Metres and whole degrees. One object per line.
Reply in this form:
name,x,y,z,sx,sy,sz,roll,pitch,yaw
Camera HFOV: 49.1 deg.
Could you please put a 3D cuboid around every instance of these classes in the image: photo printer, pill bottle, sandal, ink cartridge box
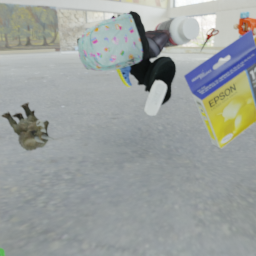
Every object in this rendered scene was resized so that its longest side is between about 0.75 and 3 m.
photo printer,0.775,-0.871,7.928,0.386,0.925,1.112,21,14,0
pill bottle,1.625,-3.224,9.430,0.919,0.919,1.660,-9,13,-24
sandal,-0.126,-1.873,9.145,0.495,1.137,0.452,-25,-1,-3
ink cartridge box,2.628,-0.895,6.835,2.083,2.108,0.495,-35,31,-8

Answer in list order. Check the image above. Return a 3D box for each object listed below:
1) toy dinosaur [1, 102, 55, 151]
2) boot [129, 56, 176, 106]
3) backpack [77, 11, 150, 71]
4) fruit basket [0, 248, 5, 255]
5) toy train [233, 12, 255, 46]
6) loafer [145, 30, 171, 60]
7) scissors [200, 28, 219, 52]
toy dinosaur,-2.025,0.074,5.882,0.752,1.000,1.955,-26,-4,-12
boot,0.661,-2.011,9.381,0.896,2.422,1.984,-30,66,-8
backpack,-0.409,-2.180,7.222,1.798,1.500,1.138,-24,11,-20
fruit basket,-2.722,2.317,3.895,2.083,1.503,2.083,7,35,-5
toy train,3.741,-2.165,8.117,0.638,2.294,1.723,-11,22,-6
loafer,0.776,-3.014,9.997,0.856,0.977,2.718,-42,21,1
scissors,3.217,-3.627,11.536,1.331,0.093,0.487,-49,52,-7
